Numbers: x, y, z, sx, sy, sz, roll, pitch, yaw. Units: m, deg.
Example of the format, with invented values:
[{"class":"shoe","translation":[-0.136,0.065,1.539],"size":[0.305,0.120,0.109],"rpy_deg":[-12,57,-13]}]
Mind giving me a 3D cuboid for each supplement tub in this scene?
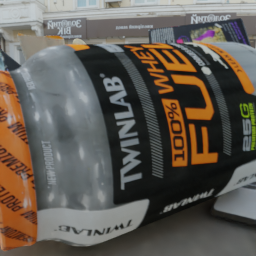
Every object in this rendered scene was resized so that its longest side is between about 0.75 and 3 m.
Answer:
[{"class":"supplement tub","translation":[0.100,0.041,2.706],"size":[2.703,1.656,1.656],"rpy_deg":[-12,16,-29]}]

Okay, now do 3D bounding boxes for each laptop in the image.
[{"class":"laptop","translation":[2.498,0.067,3.136],"size":[2.445,1.514,2.612],"rpy_deg":[6,13,29]}]

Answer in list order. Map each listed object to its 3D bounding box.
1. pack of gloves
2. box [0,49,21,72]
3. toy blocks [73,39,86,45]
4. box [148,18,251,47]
[{"class":"pack of gloves","translation":[-2.951,-1.370,7.547],"size":[2.485,2.958,0.584],"rpy_deg":[4,49,-8]},{"class":"box","translation":[-3.608,-1.426,8.914],"size":[2.090,1.108,1.277],"rpy_deg":[40,-7,-27]},{"class":"toy blocks","translation":[-1.415,-0.258,5.019],"size":[2.689,0.977,2.242],"rpy_deg":[-38,50,-11]},{"class":"box","translation":[1.493,-1.493,6.180],"size":[1.991,1.056,1.217],"rpy_deg":[-4,-32,6]}]
